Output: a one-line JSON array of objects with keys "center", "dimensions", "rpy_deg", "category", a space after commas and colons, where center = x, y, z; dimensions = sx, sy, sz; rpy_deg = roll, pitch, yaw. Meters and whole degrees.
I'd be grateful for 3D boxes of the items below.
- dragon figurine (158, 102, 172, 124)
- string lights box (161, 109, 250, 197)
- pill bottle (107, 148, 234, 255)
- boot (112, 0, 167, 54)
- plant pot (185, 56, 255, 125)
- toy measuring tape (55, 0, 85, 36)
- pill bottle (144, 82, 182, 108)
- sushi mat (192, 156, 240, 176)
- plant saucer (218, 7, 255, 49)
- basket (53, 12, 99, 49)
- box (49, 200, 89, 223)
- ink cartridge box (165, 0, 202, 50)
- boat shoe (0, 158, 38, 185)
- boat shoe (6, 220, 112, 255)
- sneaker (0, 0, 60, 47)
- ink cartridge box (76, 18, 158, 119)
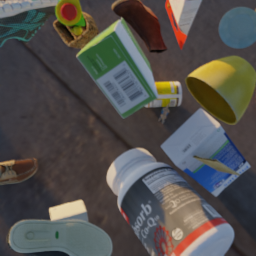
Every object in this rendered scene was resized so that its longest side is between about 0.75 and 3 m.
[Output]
[{"center": [1.210, -0.521, 9.158], "dimensions": [0.246, 0.415, 0.834], "rpy_deg": [22, 99, 2], "category": "dragon figurine"}, {"center": [1.841, 0.672, 6.358], "dimensions": [1.172, 2.281, 0.673], "rpy_deg": [-44, 45, 7], "category": "string lights box"}, {"center": [0.715, 1.694, 5.882], "dimensions": [1.524, 1.524, 2.631], "rpy_deg": [-34, 47, -12], "category": "pill bottle"}, {"center": [0.419, -2.995, 8.333], "dimensions": [1.811, 0.655, 1.506], "rpy_deg": [-11, 78, -48], "category": "boot"}, {"center": [2.530, -1.114, 7.216], "dimensions": [1.224, 1.725, 1.725], "rpy_deg": [-45, 75, -2], "category": "plant pot"}, {"center": [-1.449, -2.964, 6.328], "dimensions": [0.642, 0.642, 1.746], "rpy_deg": [-17, 114, -6], "category": "toy measuring tape"}, {"center": [0.974, -1.093, 9.264], "dimensions": [1.486, 0.812, 0.812], "rpy_deg": [-2, 69, -1], "category": "pill bottle"}, {"center": [1.760, 0.750, 5.540], "dimensions": [0.522, 1.091, 0.066], "rpy_deg": [9, 76, 47], "category": "sushi mat"}, {"center": [3.187, -2.855, 7.972], "dimensions": [1.152, 1.152, 0.222], "rpy_deg": [30, 45, 11], "category": "plant saucer"}, {"center": [-1.461, -2.863, 7.967], "dimensions": [0.834, 0.799, 1.120], "rpy_deg": [-3, 51, -46], "category": "basket"}, {"center": [-1.160, 2.617, 6.069], "dimensions": [0.771, 0.641, 1.876], "rpy_deg": [-12, 102, -17], "category": "box"}, {"center": [1.283, -3.515, 7.866], "dimensions": [0.641, 2.247, 1.827], "rpy_deg": [-11, 73, -11], "category": "ink cartridge box"}, {"center": [-3.645, 1.348, 8.422], "dimensions": [1.839, 0.660, 0.696], "rpy_deg": [-20, 71, -7], "category": "boat shoe"}, {"center": [-0.970, 1.660, 4.110], "dimensions": [1.536, 0.519, 0.552], "rpy_deg": [17, 52, -24], "category": "boat shoe"}, {"center": [-2.622, -2.731, 7.176], "dimensions": [2.322, 1.059, 0.901], "rpy_deg": [-23, 40, -25], "category": "sneaker"}, {"center": [-0.143, -1.514, 6.348], "dimensions": [0.852, 2.874, 1.492], "rpy_deg": [-31, 111, 15], "category": "ink cartridge box"}]
